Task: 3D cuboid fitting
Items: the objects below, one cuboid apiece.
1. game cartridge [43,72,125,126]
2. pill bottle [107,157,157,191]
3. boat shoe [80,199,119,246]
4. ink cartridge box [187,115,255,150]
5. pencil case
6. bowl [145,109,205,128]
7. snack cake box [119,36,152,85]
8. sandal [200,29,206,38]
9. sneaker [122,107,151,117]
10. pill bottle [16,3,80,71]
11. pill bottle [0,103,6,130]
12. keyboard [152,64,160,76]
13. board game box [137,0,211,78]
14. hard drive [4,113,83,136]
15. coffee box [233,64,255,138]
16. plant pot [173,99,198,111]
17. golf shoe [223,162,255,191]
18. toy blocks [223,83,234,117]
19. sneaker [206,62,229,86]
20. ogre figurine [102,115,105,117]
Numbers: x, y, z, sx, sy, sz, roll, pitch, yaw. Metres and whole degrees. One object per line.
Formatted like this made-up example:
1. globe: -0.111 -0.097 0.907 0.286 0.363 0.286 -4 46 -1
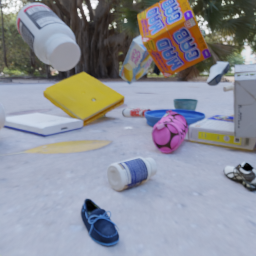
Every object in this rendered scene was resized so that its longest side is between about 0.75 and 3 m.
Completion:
1. game cartridge: -2.026 -1.406 12.636 2.872 0.466 2.532 33 48 30
2. pill bottle: 0.104 0.893 5.667 0.968 0.537 0.537 -10 15 -37
3. boat shoe: -0.474 1.336 4.064 0.418 0.341 0.994 -9 15 -36
4. ink cartridge box: 3.776 0.115 9.267 2.728 0.641 2.696 11 15 33
5. pencil case: 1.275 0.055 8.555 0.941 0.971 2.073 -15 7 17
6. bowl: 1.940 -0.380 11.771 2.505 0.492 2.505 0 12 0
7. snack cake box: 0.551 -3.279 13.208 0.784 2.334 1.342 45 56 11
8. sandal: 2.641 -3.611 10.946 0.685 0.492 1.726 -32 14 28
9. sneaker: 0.475 -0.758 13.571 1.417 0.473 0.760 -4 10 -30
10. pill bottle: -2.651 -3.016 9.407 1.415 1.415 2.557 -10 46 -39
11. pill bottle: -4.840 -0.163 7.772 1.723 1.723 2.881 3 12 12
12. keyboard: 1.522 -3.315 11.989 0.218 2.112 1.342 22 8 22
13. board game box: 1.343 -2.754 8.312 1.506 1.507 1.506 -23 48 21
14. hard drive: -3.464 -0.181 11.119 2.837 0.360 1.871 9 15 37
15. coffee box: 3.778 -0.946 8.424 1.137 1.631 2.853 1 21 21
16. plant pot: 2.833 -0.997 13.914 1.203 0.806 1.203 0 11 0
17. golf shoe: 2.375 0.897 5.789 0.410 0.498 1.054 -5 11 -17
18. toy blocks: 5.277 -1.086 11.855 1.586 1.761 1.884 -13 13 -15
19. sneaker: 3.157 -1.942 10.109 0.534 0.457 1.226 26 60 37
20. ogre figurine: -1.737 -1.089 13.578 1.886 1.131 0.925 -6 18 -22
